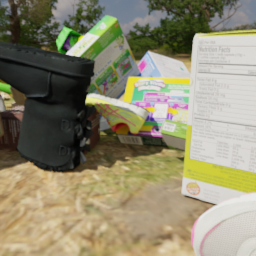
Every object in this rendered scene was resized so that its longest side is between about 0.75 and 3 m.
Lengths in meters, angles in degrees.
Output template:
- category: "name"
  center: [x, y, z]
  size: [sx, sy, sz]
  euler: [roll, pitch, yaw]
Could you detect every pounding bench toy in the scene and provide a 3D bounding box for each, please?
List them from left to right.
- category: "pounding bench toy"
  center: [-3.693, -0.721, 6.230]
  size: [1.899, 1.512, 2.435]
  euler: [37, 51, 20]

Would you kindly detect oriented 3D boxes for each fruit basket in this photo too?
- category: "fruit basket"
  center: [-1.474, -2.499, 8.656]
  size: [1.256, 0.906, 1.256]
  euler: [33, 19, -13]

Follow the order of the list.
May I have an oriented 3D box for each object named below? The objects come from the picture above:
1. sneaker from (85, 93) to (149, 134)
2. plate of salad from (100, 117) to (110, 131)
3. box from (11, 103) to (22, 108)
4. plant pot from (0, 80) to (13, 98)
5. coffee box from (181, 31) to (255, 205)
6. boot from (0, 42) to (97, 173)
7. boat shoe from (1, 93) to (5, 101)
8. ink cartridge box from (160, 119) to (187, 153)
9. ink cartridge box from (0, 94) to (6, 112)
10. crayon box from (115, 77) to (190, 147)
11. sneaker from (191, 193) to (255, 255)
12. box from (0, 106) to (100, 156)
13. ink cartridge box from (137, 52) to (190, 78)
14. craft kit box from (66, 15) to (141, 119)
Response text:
- category: "sneaker"
  center: [-0.385, -0.334, 6.768]
  size: [1.702, 0.768, 0.665]
  euler: [20, 4, 24]
- category: "plate of salad"
  center: [-1.131, -0.388, 9.133]
  size: [1.750, 0.420, 1.750]
  euler: [4, 39, -3]
- category: "box"
  center: [-3.852, -0.766, 10.709]
  size: [1.036, 0.403, 0.492]
  euler: [0, 17, 2]
- category: "plant pot"
  center: [-3.901, -1.606, 9.766]
  size: [1.240, 1.240, 1.094]
  euler: [38, 1, -20]
- category: "coffee box"
  center: [2.714, -0.223, 4.760]
  size: [2.685, 2.655, 2.681]
  euler: [10, 19, 30]
- category: "boot"
  center: [-1.976, -0.462, 5.780]
  size: [2.796, 2.291, 1.035]
  euler: [15, 20, 9]
- category: "boat shoe"
  center: [-6.080, -1.493, 13.422]
  size: [0.289, 0.321, 0.889]
  euler: [-7, 23, -26]
- category: "ink cartridge box"
  center: [1.087, 0.209, 5.869]
  size: [0.632, 0.324, 0.854]
  euler: [14, -20, 27]
- category: "ink cartridge box"
  center: [-5.176, -0.845, 10.182]
  size: [1.178, 0.684, 1.596]
  euler: [-21, 23, -23]
- category: "crayon box"
  center: [0.890, -0.433, 7.273]
  size: [2.084, 1.798, 0.607]
  euler: [4, -28, 15]
- category: "sneaker"
  center: [1.744, 1.320, 2.514]
  size: [2.386, 0.971, 1.053]
  euler: [6, 15, 22]
- category: "box"
  center: [-2.061, 0.023, 7.145]
  size: [2.467, 0.925, 1.235]
  euler: [5, 16, 10]
- category: "ink cartridge box"
  center: [1.436, -1.131, 8.947]
  size: [1.713, 0.959, 2.511]
  euler: [5, 47, -37]
- category: "craft kit box"
  center: [-0.790, -1.510, 7.859]
  size: [0.542, 2.206, 2.233]
  euler: [35, 76, 32]
